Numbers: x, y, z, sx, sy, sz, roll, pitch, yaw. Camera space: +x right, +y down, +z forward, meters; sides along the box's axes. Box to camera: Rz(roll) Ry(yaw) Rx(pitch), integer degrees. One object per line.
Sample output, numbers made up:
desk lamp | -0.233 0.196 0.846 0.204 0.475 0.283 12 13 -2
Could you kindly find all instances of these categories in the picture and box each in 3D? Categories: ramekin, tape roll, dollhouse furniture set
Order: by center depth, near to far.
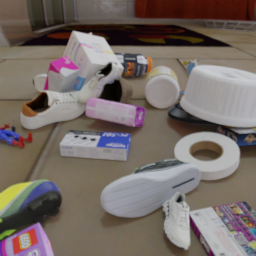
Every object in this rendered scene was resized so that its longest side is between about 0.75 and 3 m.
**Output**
tape roll | 2.259 0.767 8.135 1.846 0.337 1.846 -7 32 4
ramekin | 3.291 -1.190 9.493 2.809 1.369 2.809 7 24 -3
dollhouse furniture set | 2.783 -2.360 12.788 1.086 1.664 1.571 -7 21 27

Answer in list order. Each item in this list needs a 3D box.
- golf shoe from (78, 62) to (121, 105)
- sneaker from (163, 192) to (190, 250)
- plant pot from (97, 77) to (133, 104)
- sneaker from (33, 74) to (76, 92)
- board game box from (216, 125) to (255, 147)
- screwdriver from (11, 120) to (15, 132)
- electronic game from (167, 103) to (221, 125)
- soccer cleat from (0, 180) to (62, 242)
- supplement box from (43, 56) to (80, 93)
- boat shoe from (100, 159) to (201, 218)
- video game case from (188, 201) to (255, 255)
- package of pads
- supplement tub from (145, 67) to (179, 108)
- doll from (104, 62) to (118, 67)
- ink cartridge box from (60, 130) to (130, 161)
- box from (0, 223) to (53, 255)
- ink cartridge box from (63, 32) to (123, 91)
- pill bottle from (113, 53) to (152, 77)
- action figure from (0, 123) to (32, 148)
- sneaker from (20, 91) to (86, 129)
golf shoe | -1.210 -1.758 10.604 1.999 0.972 0.782 -44 73 -2
sneaker | 1.065 1.902 5.899 0.508 0.548 1.351 26 25 -15
plant pot | -0.513 -1.556 11.928 1.592 1.592 1.381 17 16 30
sneaker | -3.172 -2.251 13.703 2.386 0.961 1.747 8 25 17
board game box | 4.383 0.127 9.188 2.421 0.419 1.640 -3 13 -5
screwdriver | -3.938 -0.088 9.622 0.137 0.983 0.143 -3 65 -24
electronic game | 2.873 -0.554 10.569 2.750 0.572 2.750 -1 17 0
soccer cleat | -2.746 1.801 5.923 2.671 0.863 1.117 -15 29 -33
supplement box | -2.765 -1.958 11.522 0.867 1.713 0.885 45 50 7
boat shoe | 0.487 1.391 6.806 2.706 0.975 0.960 -8 15 -30
video game case | 2.206 2.220 5.676 1.458 0.288 1.609 -7 28 -14
package of pads | -0.453 -0.563 10.242 1.976 0.748 1.191 13 7 20
supplement tub | 1.479 -1.861 12.338 1.444 1.444 1.999 2 27 5
doll | -0.653 -2.549 11.543 0.526 0.187 0.770 43 36 3
ink cartridge box | -0.994 0.524 8.790 2.047 0.452 0.962 4 28 6
box | -1.756 2.795 3.529 2.049 0.585 2.994 -25 30 -17
ink cartridge box | -1.759 -2.974 12.747 1.676 1.721 2.677 -1 48 -39
pill bottle | 0.092 -3.516 15.630 2.400 1.275 1.275 -2 27 -12
action figure | -4.263 0.198 9.431 2.079 0.537 0.680 7 31 19
sneaker | -2.571 -0.921 10.519 2.908 1.231 1.059 -28 64 -35
